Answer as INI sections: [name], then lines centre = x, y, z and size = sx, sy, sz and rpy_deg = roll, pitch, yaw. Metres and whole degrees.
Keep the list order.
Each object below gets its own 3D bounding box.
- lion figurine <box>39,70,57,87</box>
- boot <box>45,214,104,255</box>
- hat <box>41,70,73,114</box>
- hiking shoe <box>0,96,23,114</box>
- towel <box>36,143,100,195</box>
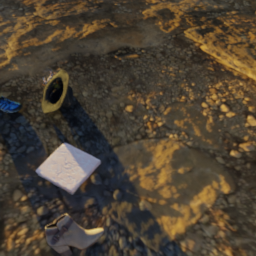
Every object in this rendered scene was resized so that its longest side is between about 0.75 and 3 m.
[lion figurine]
centre = -4.104, -2.507, 14.800
size = 0.460, 0.777, 1.268
rpy_deg = 38, 70, 18
[boot]
centre = -1.686, 3.200, 8.683
size = 1.641, 1.199, 0.576
rpy_deg = -27, 12, -18
[hat]
centre = -3.218, -1.549, 13.419
size = 2.345, 0.946, 2.345
rpy_deg = -22, 55, 35
[hiking shoe]
centre = -5.880, -1.142, 13.319
size = 1.650, 0.715, 0.614
rpy_deg = 5, 45, 4
[towel]
centre = -2.325, 1.536, 10.973
size = 1.870, 0.301, 1.786
rpy_deg = 24, 51, 22
